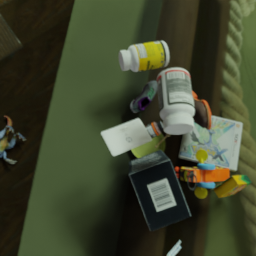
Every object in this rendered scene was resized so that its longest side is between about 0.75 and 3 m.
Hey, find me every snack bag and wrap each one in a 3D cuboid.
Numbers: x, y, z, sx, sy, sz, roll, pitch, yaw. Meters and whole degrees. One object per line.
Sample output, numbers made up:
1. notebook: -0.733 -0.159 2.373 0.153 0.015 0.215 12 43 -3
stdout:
1. snack bag: 1.286 4.347 9.175 0.151 1.412 1.331 38 61 26

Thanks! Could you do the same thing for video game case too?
1. video game case: 3.217 0.477 10.871 2.185 0.240 1.991 14 71 6

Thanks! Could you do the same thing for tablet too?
1. tablet: -0.052 0.273 8.876 1.417 0.097 0.922 -21 65 -19

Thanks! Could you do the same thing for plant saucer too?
1. plant saucer: 0.800 0.672 11.600 1.471 0.229 1.471 0 72 1

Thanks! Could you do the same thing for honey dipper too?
1. honey dipper: 1.356 0.468 10.959 0.907 0.172 0.172 -46 76 15

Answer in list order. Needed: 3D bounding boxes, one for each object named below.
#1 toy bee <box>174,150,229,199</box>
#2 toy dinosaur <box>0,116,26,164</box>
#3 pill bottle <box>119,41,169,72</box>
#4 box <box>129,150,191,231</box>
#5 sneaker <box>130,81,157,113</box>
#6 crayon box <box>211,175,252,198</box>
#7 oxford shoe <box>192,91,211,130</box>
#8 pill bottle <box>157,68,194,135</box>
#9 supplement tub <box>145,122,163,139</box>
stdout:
1. toy bee: 2.359 1.520 9.735 1.343 2.471 1.617 2 68 48
2. toy dinosaur: -5.197 0.956 11.404 2.059 1.191 2.269 -44 37 2
3. pill bottle: 0.595 -2.754 10.944 1.812 1.019 1.019 -12 73 -11
4. box: 0.955 1.976 9.598 1.369 2.557 1.897 -21 91 1
5. sneaker: 0.873 -1.300 11.776 0.665 0.782 1.787 47 69 -25
6. crayon box: 3.683 2.087 10.001 0.913 1.438 0.365 -47 54 31
7. oxford shoe: 2.246 -0.600 10.226 0.973 2.683 0.955 -8 114 -5
8. pill bottle: 1.315 -0.714 7.740 0.950 0.950 1.668 -2 67 0
9. supplement tub: 0.842 0.129 10.360 0.977 0.522 0.522 -27 73 13
